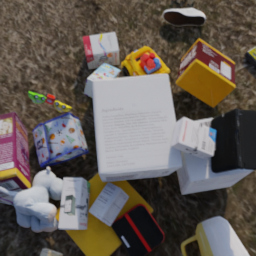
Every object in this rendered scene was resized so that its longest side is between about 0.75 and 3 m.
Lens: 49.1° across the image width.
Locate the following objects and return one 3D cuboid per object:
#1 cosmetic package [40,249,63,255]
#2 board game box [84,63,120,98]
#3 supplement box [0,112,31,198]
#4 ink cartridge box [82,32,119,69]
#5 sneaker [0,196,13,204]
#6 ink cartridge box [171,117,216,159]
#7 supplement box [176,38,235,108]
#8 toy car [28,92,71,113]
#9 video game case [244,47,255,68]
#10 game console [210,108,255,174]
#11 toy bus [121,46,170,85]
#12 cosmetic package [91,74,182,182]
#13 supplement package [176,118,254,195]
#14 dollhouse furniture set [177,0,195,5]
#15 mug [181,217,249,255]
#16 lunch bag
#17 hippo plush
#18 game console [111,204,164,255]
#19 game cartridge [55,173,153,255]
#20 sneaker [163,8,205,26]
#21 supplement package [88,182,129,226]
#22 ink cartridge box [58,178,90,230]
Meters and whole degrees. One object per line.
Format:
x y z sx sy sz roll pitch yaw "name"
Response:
-2.634 4.572 8.911 0.656 0.444 1.248 15 69 6 "cosmetic package"
-0.998 -1.791 10.917 0.763 0.749 1.454 27 43 7 "board game box"
-4.427 0.954 9.561 1.702 1.341 2.599 -14 55 -4 "supplement box"
-1.098 -3.206 11.676 1.367 0.993 0.989 -11 69 -4 "ink cartridge box"
-3.886 2.297 9.813 1.503 0.563 0.749 11 62 -4 "sneaker"
1.813 0.296 7.729 1.093 0.461 0.798 21 67 -13 "ink cartridge box"
2.907 -2.062 10.452 1.734 1.168 1.758 30 45 -10 "supplement box"
-2.873 -0.934 9.756 1.484 1.397 0.331 30 100 39 "toy car"
6.540 -2.825 11.909 2.128 0.300 2.354 -32 73 -12 "video game case"
3.090 0.411 7.610 0.972 1.469 1.670 17 65 -25 "game console"
0.652 -2.387 10.830 1.400 1.981 2.064 -32 70 -9 "toy bus"
0.160 0.120 9.044 2.378 2.376 2.882 -5 75 -4 "cosmetic package"
2.558 0.984 9.199 1.833 2.415 1.819 -10 68 0 "supplement package"
2.679 -6.346 13.102 0.986 0.655 0.865 36 73 13 "dollhouse furniture set"
2.684 3.679 8.797 1.777 1.423 1.459 -10 60 -15 "mug"
-2.573 0.480 10.196 1.778 1.101 1.511 -20 72 8 "lunch bag"
-2.985 2.352 9.468 2.081 1.657 1.673 29 41 -1 "hippo plush"
0.340 3.383 9.143 1.297 0.228 1.466 -34 84 -6 "game console"
-0.843 2.909 9.621 2.621 0.425 2.311 -41 75 -14 "game cartridge"
2.529 -5.058 12.689 1.888 0.687 0.799 10 49 3 "sneaker"
-0.616 2.474 9.121 0.622 0.646 1.135 17 63 41 "supplement package"
-1.686 2.457 8.968 0.648 1.125 1.541 0 70 6 "ink cartridge box"
